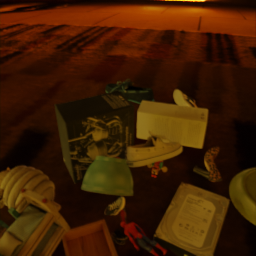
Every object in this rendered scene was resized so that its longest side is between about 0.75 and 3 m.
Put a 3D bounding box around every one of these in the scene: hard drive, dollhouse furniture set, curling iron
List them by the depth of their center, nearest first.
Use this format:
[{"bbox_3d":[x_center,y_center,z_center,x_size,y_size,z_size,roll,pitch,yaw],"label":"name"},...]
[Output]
[{"bbox_3d":[-3.351,2.606,7.491,2.598,1.820,1.831,17,53,24],"label":"dollhouse furniture set"},{"bbox_3d":[2.032,2.867,8.704,1.709,0.463,2.446,18,38,23],"label":"hard drive"},{"bbox_3d":[-0.284,2.786,8.998,0.509,0.262,2.052,-1,35,-2],"label":"curling iron"}]

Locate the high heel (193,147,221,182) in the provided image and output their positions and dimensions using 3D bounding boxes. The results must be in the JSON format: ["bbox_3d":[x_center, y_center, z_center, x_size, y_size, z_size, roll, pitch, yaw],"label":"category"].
[{"bbox_3d":[3.386,1.391,10.710,1.102,0.552,1.546,25,58,41],"label":"high heel"}]

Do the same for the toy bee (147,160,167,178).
[{"bbox_3d":[1.030,1.535,10.666,0.743,0.617,1.135,20,14,39],"label":"toy bee"}]

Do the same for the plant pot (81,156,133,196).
[{"bbox_3d":[-0.628,1.542,9.267,1.717,1.150,1.717,6,-8,1],"label":"plant pot"}]

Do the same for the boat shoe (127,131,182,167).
[{"bbox_3d":[1.017,0.655,10.755,2.595,1.106,0.959,-12,9,-30],"label":"boat shoe"}]

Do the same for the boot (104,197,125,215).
[{"bbox_3d":[-0.430,2.497,8.845,0.394,0.872,0.317,4,40,-31],"label":"boot"}]

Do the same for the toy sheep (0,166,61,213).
[{"bbox_3d":[-3.216,2.086,8.995,2.397,1.652,1.652,28,41,10],"label":"toy sheep"}]

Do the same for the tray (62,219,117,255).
[{"bbox_3d":[-0.864,3.772,7.383,1.306,0.490,2.649,-12,37,-17],"label":"tray"}]

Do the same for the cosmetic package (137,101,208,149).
[{"bbox_3d":[1.889,-0.165,12.225,2.897,1.469,1.032,9,37,12],"label":"cosmetic package"}]

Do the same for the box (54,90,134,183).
[{"bbox_3d":[-1.174,0.316,10.422,2.487,2.731,1.422,-16,38,-21],"label":"box"}]

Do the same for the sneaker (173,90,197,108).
[{"bbox_3d":[2.978,-1.357,14.585,0.661,0.653,1.666,-2,46,-29],"label":"sneaker"}]

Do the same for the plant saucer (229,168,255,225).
[{"bbox_3d":[5.041,2.285,9.566,2.980,0.463,2.980,0,34,0],"label":"plant saucer"}]

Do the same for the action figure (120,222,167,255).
[{"bbox_3d":[0.372,3.247,8.151,1.532,0.396,0.501,34,49,24],"label":"action figure"}]

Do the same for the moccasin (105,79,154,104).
[{"bbox_3d":[0.121,-2.154,15.528,2.990,1.019,1.203,15,37,21],"label":"moccasin"}]
